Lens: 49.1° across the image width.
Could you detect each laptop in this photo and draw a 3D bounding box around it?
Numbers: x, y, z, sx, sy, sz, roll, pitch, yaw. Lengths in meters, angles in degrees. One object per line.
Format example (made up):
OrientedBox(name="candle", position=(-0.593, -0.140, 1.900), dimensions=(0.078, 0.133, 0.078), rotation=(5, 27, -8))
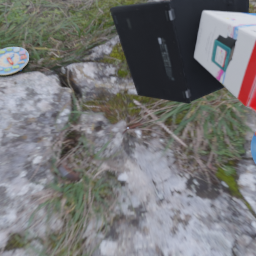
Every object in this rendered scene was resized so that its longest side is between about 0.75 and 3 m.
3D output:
OrientedBox(name="laptop", position=(1.293, -2.001, 6.653), dimensions=(2.582, 2.418, 1.497), rotation=(14, 47, 40))

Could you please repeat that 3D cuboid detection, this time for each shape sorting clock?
OrientedBox(name="shape sorting clock", position=(-4.276, -2.433, 10.037), dimensions=(1.432, 0.281, 1.432), rotation=(0, 54, 0))

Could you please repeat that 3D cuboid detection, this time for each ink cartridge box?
OrientedBox(name="ink cartridge box", position=(2.453, -1.132, 4.659), dimensions=(1.719, 0.995, 2.959), rotation=(-1, 32, -10))

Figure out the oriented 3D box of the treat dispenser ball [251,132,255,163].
OrientedBox(name="treat dispenser ball", position=(2.707, 0.346, 4.816), dimensions=(1.091, 1.091, 1.091), rotation=(0, 55, 0))
